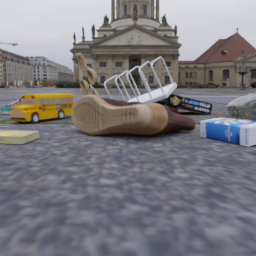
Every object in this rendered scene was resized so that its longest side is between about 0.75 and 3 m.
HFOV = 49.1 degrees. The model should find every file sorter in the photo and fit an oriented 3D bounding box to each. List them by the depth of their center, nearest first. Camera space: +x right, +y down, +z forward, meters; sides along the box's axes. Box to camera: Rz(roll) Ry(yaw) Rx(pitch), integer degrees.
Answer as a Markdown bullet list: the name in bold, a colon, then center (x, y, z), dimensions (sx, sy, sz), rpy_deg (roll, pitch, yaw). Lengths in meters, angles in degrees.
- **file sorter**: center (0.525, -1.872, 12.252), dimensions (2.521, 1.570, 1.749), rpy_deg (-17, 16, 30)

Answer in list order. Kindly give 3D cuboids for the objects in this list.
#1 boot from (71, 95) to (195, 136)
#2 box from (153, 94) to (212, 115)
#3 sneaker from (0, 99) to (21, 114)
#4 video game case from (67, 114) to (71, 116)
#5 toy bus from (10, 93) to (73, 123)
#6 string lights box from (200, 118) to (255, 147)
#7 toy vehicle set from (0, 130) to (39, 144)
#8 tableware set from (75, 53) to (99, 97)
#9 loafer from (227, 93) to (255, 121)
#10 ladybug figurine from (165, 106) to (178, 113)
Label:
- **boot**: center (0.095, -0.210, 7.703), dimensions (2.844, 1.029, 2.366), rpy_deg (6, -1, 41)
- **box**: center (2.486, -1.174, 13.241), dimensions (2.323, 0.534, 1.846), rpy_deg (11, 4, -18)
- **sneaker**: center (-4.922, -1.018, 12.877), dimensions (1.987, 0.794, 0.709), rpy_deg (1, 8, 8)
- **video game case**: center (-2.084, -0.617, 12.425), dimensions (1.230, 0.141, 1.119), rpy_deg (-5, 9, -37)
- **toy bus**: center (-3.126, -0.776, 10.440), dimensions (0.824, 0.991, 2.531), rpy_deg (4, 9, 27)
- **string lights box**: center (2.427, 0.064, 6.435), dimensions (0.729, 0.418, 1.419), rpy_deg (-10, 11, -28)
- **toy vehicle set**: center (-2.794, 0.197, 6.437), dimensions (1.241, 0.164, 0.771), rpy_deg (1, 8, 9)
- **tableware set**: center (-1.656, -1.914, 11.448), dimensions (0.257, 2.216, 1.851), rpy_deg (-23, 43, -22)
- **loafer**: center (3.850, -0.600, 7.874), dimensions (0.985, 0.987, 2.823), rpy_deg (-30, 12, -5)
- **ladybug figurine**: center (2.039, -0.834, 13.204), dimensions (0.554, 0.294, 0.816), rpy_deg (10, 5, -29)
